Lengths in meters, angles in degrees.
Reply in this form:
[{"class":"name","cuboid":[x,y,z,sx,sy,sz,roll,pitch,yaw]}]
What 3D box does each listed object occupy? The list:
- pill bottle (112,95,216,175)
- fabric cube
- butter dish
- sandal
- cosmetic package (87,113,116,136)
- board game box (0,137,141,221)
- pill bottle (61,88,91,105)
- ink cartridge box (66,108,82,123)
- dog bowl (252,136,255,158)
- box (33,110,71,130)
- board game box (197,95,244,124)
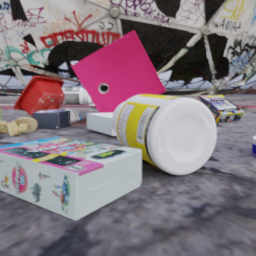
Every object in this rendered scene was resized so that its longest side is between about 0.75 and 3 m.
[{"class":"pill bottle","cuboid":[0.564,-0.006,6.260,1.467,1.467,2.635,-4,11,-23]},{"class":"fabric cube","cuboid":[-0.540,-2.209,12.785,2.966,2.919,2.975,-30,13,-3]},{"class":"butter dish","cuboid":[-4.275,-1.300,14.552,1.734,2.345,2.339,49,22,18]},{"class":"sandal","cuboid":[-3.914,0.083,9.561,1.759,0.645,0.578,-4,38,24]},{"class":"cosmetic package","cuboid":[-0.002,-0.196,10.310,2.487,0.643,1.875,-4,7,-34]},{"class":"board game box","cuboid":[-1.057,0.669,4.657,2.100,0.675,1.549,5,9,34]},{"class":"pill bottle","cuboid":[-4.798,-2.864,25.298,2.696,1.535,1.535,1,9,3]},{"class":"ink cartridge box","cuboid":[-2.570,-0.541,12.628,0.348,0.595,1.026,-28,-4,24]},{"class":"dog bowl","cuboid":[3.532,0.482,6.611,1.122,0.442,1.122,0,9,0]},{"class":"box","cuboid":[-3.075,-0.354,11.385,1.128,0.695,1.119,1,10,11]},{"class":"board game box","cuboid":[4.375,-0.930,13.405,1.875,0.532,1.550,-6,41,-37]}]
